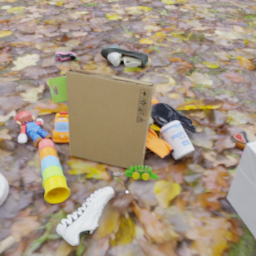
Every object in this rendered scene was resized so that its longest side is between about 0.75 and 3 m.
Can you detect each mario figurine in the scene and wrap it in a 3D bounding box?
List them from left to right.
[{"bbox_3d":[-3.406,0.116,9.911,1.678,1.036,0.889,41,96,28],"label":"mario figurine"}]

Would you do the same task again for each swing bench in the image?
[{"bbox_3d":[-4.412,2.520,5.812,2.607,1.700,2.621,10,40,31],"label":"swing bench"}]

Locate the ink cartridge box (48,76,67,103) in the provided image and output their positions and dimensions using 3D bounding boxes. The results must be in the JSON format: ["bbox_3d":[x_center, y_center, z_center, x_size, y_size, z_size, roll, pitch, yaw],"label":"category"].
[{"bbox_3d":[-2.397,-1.587,11.317,1.421,1.050,0.538,-15,16,-16],"label":"ink cartridge box"}]

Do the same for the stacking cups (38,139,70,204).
[{"bbox_3d":[-2.306,1.157,8.496,0.703,0.703,2.324,-13,41,-14],"label":"stacking cups"}]

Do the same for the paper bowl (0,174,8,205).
[{"bbox_3d":[-3.987,1.694,7.746,1.160,0.603,1.160,2,60,-3],"label":"paper bowl"}]

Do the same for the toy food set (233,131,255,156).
[{"bbox_3d":[4.126,0.658,9.417,1.061,0.263,1.669,-11,42,-12],"label":"toy food set"}]

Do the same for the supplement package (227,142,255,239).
[{"bbox_3d":[3.989,1.889,6.489,1.593,2.238,2.874,-13,42,-14],"label":"supplement package"}]

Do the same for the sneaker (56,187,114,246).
[{"bbox_3d":[-0.975,2.289,7.315,0.716,0.664,1.767,39,64,24],"label":"sneaker"}]

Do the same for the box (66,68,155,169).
[{"bbox_3d":[-0.610,-0.145,8.178,2.418,2.958,0.315,12,36,9],"label":"box"}]

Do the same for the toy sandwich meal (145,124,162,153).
[{"bbox_3d":[0.301,0.125,9.735,1.872,0.641,1.872,0,41,0],"label":"toy sandwich meal"}]

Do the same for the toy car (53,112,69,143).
[{"bbox_3d":[-1.390,0.002,9.670,2.795,0.930,1.371,11,43,13],"label":"toy car"}]

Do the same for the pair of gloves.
[{"bbox_3d":[0.891,-0.093,9.642,2.421,0.336,2.717,35,45,24],"label":"pair of gloves"}]

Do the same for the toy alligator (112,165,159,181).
[{"bbox_3d":[0.219,1.307,8.462,1.421,0.386,0.421,4,11,12],"label":"toy alligator"}]

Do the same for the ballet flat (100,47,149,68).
[{"bbox_3d":[-0.239,-3.406,13.683,2.465,0.838,0.843,8,50,9],"label":"ballet flat"}]

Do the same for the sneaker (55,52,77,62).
[{"bbox_3d":[-3.171,-3.536,14.192,1.114,0.440,0.531,4,61,7],"label":"sneaker"}]

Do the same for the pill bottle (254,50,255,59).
[{"bbox_3d":[7.104,-3.028,12.683,1.499,1.499,2.576,-15,44,-16],"label":"pill bottle"}]

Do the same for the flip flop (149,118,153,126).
[{"bbox_3d":[0.230,-0.572,9.529,0.748,0.531,1.844,-16,30,-19],"label":"flip flop"}]

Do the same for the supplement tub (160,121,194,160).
[{"bbox_3d":[1.574,0.394,9.087,0.717,0.717,1.087,-21,74,-22],"label":"supplement tub"}]
